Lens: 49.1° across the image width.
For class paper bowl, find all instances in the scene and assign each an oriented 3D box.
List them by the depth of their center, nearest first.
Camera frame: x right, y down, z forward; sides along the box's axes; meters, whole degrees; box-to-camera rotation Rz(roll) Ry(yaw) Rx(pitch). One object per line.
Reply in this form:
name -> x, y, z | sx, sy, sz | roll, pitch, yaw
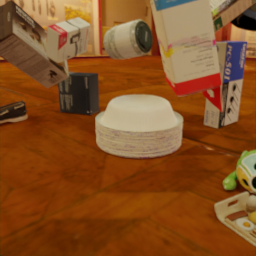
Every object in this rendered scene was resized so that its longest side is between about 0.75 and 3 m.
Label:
paper bowl -> 0.318, -0.182, 8.281 | 2.562, 1.332, 2.562 | 1, 20, 0

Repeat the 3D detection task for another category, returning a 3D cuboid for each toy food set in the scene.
toy food set -> 2.201, 1.513, 4.660 | 0.882, 0.371, 1.229 | -10, 21, -28

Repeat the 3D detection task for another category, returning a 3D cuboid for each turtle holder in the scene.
turtle holder -> 2.566, 0.910, 5.677 | 1.156, 0.878, 0.821 | 8, 21, 19

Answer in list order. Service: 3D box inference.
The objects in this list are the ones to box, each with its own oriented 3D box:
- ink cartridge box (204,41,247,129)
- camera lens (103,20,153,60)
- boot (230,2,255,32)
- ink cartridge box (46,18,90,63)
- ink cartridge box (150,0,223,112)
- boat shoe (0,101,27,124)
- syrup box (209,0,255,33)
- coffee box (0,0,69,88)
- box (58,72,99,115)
ink cartridge box -> 3.395, -1.527, 9.821 | 1.353, 2.878, 0.636 | -15, 24, -39
camera lens -> 0.027, -2.561, 8.237 | 1.233, 0.986, 0.986 | -1, 14, 38
boot -> 3.015, -3.401, 7.727 | 2.066, 0.772, 1.001 | 29, 59, 12
ink cartridge box -> -1.557, -2.308, 7.340 | 0.475, 0.828, 1.140 | 34, 45, 18
ink cartridge box -> 1.066, -1.532, 5.308 | 0.830, 2.469, 1.434 | -13, 20, 5
boat shoe -> -4.760, -0.475, 10.118 | 2.320, 0.700, 0.857 | -17, 25, -42
syrup box -> 2.207, -3.059, 7.178 | 2.039, 0.830, 0.803 | -37, -23, 15
coffee box -> -3.079, -2.534, 8.855 | 0.989, 1.400, 2.478 | -23, -30, 18
box -> -2.041, -1.446, 11.605 | 1.472, 1.616, 0.841 | 7, 19, 21
